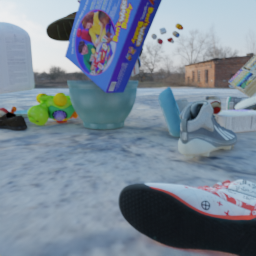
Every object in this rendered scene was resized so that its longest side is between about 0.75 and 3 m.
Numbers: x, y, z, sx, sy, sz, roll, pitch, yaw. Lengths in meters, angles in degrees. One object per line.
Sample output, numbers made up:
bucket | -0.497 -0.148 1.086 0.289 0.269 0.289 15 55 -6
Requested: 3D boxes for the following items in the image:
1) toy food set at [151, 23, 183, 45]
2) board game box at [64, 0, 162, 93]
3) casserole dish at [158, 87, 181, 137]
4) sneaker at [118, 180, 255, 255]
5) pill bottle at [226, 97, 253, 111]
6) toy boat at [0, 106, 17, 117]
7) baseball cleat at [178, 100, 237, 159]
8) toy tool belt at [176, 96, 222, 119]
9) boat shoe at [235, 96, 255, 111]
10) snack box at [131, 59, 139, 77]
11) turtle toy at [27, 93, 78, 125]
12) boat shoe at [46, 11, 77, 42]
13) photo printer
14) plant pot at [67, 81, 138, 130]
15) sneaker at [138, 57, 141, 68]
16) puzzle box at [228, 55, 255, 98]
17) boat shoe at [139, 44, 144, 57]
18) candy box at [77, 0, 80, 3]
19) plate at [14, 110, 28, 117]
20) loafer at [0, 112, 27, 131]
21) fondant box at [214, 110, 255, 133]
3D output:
toy food set | 1.649 -3.809 11.560 1.298 0.620 0.584 -19 30 1
board game box | -0.421 -2.671 6.964 0.671 2.996 2.014 -9 43 -46
casserole dish | 1.189 -0.434 7.835 0.433 1.351 2.231 -20 7 8
sneaker | 0.746 0.794 2.791 1.559 0.521 0.835 7 11 20
pill bottle | 5.052 -0.981 12.326 1.321 0.747 0.747 5 11 26
toy boat | -3.922 -0.482 9.407 0.520 0.521 0.797 6 -18 37
baseball cleat | 1.702 -0.024 5.691 0.733 1.119 2.103 3 9 36
toy tool belt | 1.966 -0.280 7.908 1.513 0.945 0.930 -6 45 2
boat shoe | 4.942 -0.868 10.412 2.013 0.622 0.733 -21 17 -9
snack box | -0.483 -2.620 8.652 0.300 0.888 2.471 -29 55 -16
turtle toy | -2.526 -0.671 9.685 1.481 1.027 2.033 8 13 41
boat shoe | -1.992 -3.993 10.782 2.413 0.868 0.820 -19 41 -11
photo printer | -3.607 -2.086 8.381 0.701 2.019 1.680 5 15 21
plant pot | -0.780 -0.761 8.894 2.207 1.478 2.207 0 10 0
sneaker | -0.515 -2.881 10.921 2.481 1.028 0.880 21 2 -41
puzzle box | 3.473 -1.726 6.802 0.272 2.141 1.425 40 16 -7
boat shoe | -0.387 -3.646 12.313 2.154 0.650 0.815 18 31 5
candy box | -1.108 -4.022 9.679 1.226 0.374 0.836 36 6 -41
plate | -4.219 -0.602 11.780 1.499 0.192 1.499 -1 9 0
loafer | -3.678 -0.243 8.701 1.464 0.522 0.534 6 11 29
fondant box | 3.316 -0.238 8.693 1.791 0.522 1.292 -3 10 -21
